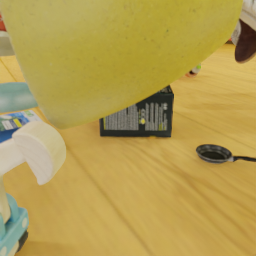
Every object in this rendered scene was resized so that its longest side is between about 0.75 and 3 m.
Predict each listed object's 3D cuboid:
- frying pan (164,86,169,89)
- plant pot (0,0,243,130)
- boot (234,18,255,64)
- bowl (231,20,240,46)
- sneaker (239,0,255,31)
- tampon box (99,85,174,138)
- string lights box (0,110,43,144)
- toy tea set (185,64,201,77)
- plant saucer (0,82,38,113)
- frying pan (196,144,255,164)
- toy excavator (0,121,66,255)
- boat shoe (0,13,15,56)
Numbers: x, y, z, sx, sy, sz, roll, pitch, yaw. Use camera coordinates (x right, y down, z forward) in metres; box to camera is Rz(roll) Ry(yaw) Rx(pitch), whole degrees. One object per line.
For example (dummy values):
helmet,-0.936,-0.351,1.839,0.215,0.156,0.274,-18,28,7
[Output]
frying pan,0.062,-1.349,5.751,1.669,0.272,1.010,37,20,24
plant pot,0.026,-1.583,3.247,2.083,2.934,2.934,-9,23,-1
boot,2.635,-2.622,6.446,1.578,1.898,0.687,20,8,-34
bowl,3.411,-2.820,7.612,1.310,1.310,0.615,14,1,31
sneaker,2.198,-1.833,4.175,1.178,1.118,2.926,-2,41,-47
tampon box,0.191,-0.495,7.025,1.729,1.092,1.296,1,22,3
string lights box,-2.906,0.212,5.931,2.060,0.607,1.059,-14,26,-30
toy tea set,2.097,-2.950,12.333,2.869,1.706,1.062,-5,14,-26
plant saucer,-3.984,-1.155,9.469,2.598,0.500,2.598,0,21,0
frying pan,1.977,0.540,5.710,1.182,0.192,0.715,3,23,3
toy excavator,-1.500,0.809,2.880,1.774,1.825,0.911,4,23,9
boat shoe,-2.873,-2.154,6.469,0.841,0.739,2.363,-16,6,-9
